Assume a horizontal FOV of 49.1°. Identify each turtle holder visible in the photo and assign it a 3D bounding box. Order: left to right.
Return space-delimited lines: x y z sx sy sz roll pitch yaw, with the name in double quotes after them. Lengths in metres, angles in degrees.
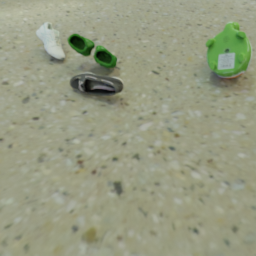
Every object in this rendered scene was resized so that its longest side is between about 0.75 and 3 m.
4.136 -3.135 11.588 1.759 1.644 2.315 -31 65 26 "turtle holder"

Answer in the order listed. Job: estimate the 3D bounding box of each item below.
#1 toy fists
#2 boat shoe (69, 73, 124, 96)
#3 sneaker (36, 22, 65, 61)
-1.510 -3.307 12.073 2.302 0.792 1.173 27 2 -4 "toy fists"
-1.317 -1.638 10.702 2.322 0.776 0.662 6 30 19 "boat shoe"
-3.504 -4.037 12.989 2.128 0.853 0.748 55 25 15 "sneaker"
